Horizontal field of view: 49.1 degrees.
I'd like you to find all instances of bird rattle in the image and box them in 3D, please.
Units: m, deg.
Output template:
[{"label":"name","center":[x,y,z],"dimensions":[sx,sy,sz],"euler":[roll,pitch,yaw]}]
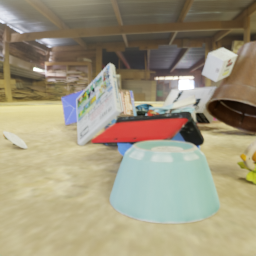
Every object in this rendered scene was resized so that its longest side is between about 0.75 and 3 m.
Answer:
[{"label":"bird rattle","center":[2.250,0.480,4.620],"dimensions":[0.743,0.911,0.513],"euler":[38,19,-30]}]

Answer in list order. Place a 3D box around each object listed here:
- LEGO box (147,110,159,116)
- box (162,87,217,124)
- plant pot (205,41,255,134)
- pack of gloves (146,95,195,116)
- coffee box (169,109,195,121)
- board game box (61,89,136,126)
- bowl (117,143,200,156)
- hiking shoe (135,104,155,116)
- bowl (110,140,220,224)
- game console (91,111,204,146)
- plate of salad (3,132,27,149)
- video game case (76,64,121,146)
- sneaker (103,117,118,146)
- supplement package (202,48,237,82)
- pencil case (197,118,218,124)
[{"label":"LEGO box","center":[0.874,-0.119,9.338],"dimensions":[0.381,0.735,0.987],"euler":[28,1,26]},{"label":"box","center":[2.770,-1.009,12.621],"dimensions":[2.540,1.482,0.764],"euler":[3,-34,50]},{"label":"plant pot","center":[4.574,-1.510,10.229],"dimensions":[2.649,2.623,2.649],"euler":[24,-11,5]},{"label":"pack of gloves","center":[1.387,-0.621,10.421],"dimensions":[2.196,0.433,1.845],"euler":[-21,19,21]},{"label":"coffee box","center":[2.095,-0.259,10.984],"dimensions":[0.666,0.955,1.671],"euler":[-1,6,-2]},{"label":"board game box","center":[-1.214,-0.879,12.217],"dimensions":[2.051,1.246,2.573],"euler":[-12,-6,31]},{"label":"bowl","center":[0.672,0.448,6.490],"dimensions":[1.910,0.375,1.910],"euler":[6,11,-1]},{"label":"hiking shoe","center":[0.895,-0.776,13.496],"dimensions":[1.143,0.981,2.637],"euler":[-45,28,-21]},{"label":"bowl","center":[0.499,0.636,3.959],"dimensions":[1.543,0.807,1.543],"euler":[-1,6,0]},{"label":"game console","center":[0.435,0.278,5.606],"dimensions":[1.725,1.024,1.486],"euler":[-3,-38,35]},{"label":"plate of salad","center":[-3.136,0.362,7.727],"dimensions":[0.761,0.183,0.761],"euler":[38,-2,2]},{"label":"video game case","center":[-0.920,-0.648,8.052],"dimensions":[0.207,1.711,1.877],"euler":[18,-42,-35]},{"label":"sneaker","center":[-0.134,0.042,8.960],"dimensions":[0.799,0.813,2.112],"euler":[1,6,18]},{"label":"supplement package","center":[3.071,-2.126,9.434],"dimensions":[0.835,0.799,0.614],"euler":[-27,52,-34]},{"label":"pencil case","center":[4.617,-0.828,14.911],"dimensions":[2.692,1.177,1.177],"euler":[-3,7,-26]}]
